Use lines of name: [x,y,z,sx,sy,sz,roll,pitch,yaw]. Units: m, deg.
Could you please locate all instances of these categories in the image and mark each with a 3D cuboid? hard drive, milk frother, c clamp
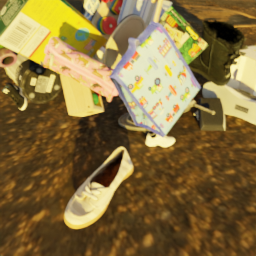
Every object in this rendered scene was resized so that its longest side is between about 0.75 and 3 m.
hard drive: [2.882,-0.508,9.660,0.884,0.277,1.311,1,57,7]
milk frother: [-3.340,-2.330,11.793,2.692,2.429,2.532,30,8,-46]
c clamp: [1.112,-0.485,9.605,2.737,0.371,2.338,-24,32,-20]

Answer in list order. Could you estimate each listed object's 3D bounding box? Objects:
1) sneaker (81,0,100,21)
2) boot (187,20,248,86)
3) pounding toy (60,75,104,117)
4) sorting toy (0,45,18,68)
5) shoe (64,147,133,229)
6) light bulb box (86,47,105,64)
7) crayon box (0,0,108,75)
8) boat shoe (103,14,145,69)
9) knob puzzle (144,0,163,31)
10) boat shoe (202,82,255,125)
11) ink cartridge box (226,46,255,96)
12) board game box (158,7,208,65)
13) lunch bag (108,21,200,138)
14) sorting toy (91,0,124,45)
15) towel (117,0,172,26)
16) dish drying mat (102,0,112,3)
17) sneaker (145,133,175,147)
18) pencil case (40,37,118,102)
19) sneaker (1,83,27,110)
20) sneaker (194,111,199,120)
sneaker: [-1.217,-3.916,9.105,0.549,1.424,0.539,4,36,-19]
boot: [2.488,-2.553,8.935,0.907,2.009,2.452,-43,65,-12]
pounding toy: [-1.062,-1.096,6.869,0.698,1.525,1.340,-13,-3,9]
sorting toy: [-4.192,-2.217,8.489,0.991,1.451,2.415,56,13,15]
shoe: [-0.693,1.363,6.901,0.885,0.676,2.531,17,37,24]
light bulb box: [-1.527,-2.372,9.249,1.237,1.226,0.772,30,23,-36]
crayon box: [-1.995,-2.519,7.586,0.696,1.741,2.742,55,16,28]
boat shoe: [-0.289,-2.094,7.885,0.962,2.649,0.831,5,49,-20]
knob puzzle: [0.469,-2.126,6.028,0.257,1.850,1.850,14,34,0]
boat shoe: [4.094,-0.953,10.201,0.945,0.997,2.852,-17,35,-42]
ink cartridge box: [5.414,-2.332,11.581,2.604,1.674,1.630,-16,37,-21]
board game box: [1.052,-2.118,8.052,1.354,2.585,0.303,43,66,-3]
lunch bag: [0.342,-0.692,3.915,0.633,1.347,1.014,25,71,41]
sorting toy: [-0.354,-4.308,11.583,1.978,1.966,0.688,30,-4,-43]
towel: [0.571,-4.294,10.618,1.890,1.388,0.225,22,15,16]
dish drying mat: [-0.038,-4.493,8.513,1.086,0.257,2.827,-34,22,32]
sneaker: [1.000,0.332,8.660,0.916,0.455,0.357,-3,34,-4]
pencil case: [-0.911,-1.188,5.754,1.682,0.696,0.728,28,56,-6]
sneaker: [-3.231,-0.889,7.823,0.563,0.368,1.007,23,22,-46]
sneaker: [2.726,-0.408,9.944,0.459,0.300,0.799,-27,44,-25]
